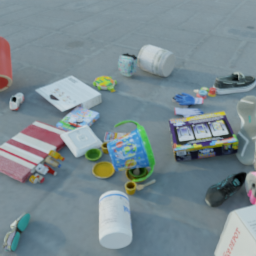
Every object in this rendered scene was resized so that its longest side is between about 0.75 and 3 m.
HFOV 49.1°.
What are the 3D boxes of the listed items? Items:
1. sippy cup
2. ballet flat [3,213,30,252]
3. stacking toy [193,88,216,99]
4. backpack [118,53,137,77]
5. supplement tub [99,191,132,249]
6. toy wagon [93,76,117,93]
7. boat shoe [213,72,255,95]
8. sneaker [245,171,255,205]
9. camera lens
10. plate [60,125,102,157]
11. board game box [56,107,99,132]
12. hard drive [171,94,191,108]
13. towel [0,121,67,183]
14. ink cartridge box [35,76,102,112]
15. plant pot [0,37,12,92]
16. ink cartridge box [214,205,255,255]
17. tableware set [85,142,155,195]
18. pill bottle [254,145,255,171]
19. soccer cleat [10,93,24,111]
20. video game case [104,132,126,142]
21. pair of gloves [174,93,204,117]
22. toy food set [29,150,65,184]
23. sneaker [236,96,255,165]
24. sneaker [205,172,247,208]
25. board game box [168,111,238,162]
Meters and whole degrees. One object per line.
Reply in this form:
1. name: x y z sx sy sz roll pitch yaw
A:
1. sippy cup: 0.051 0.724 8.555 1.225 1.313 1.672 -19 51 -2
2. ballet flat: -2.919 2.660 7.240 0.390 0.390 1.084 5 38 6
3. stacking toy: 3.446 -1.685 12.599 0.863 0.364 0.781 -15 42 -18
4. backpack: -0.041 -3.009 13.617 0.887 1.000 0.753 19 39 25
5. supplement tub: -0.345 2.348 7.247 0.821 0.821 1.245 -3 40 -4
6. toy wagon: -1.016 -2.055 13.150 0.962 0.245 1.240 -24 45 -26
7. boat shoe: 4.960 -2.113 12.764 2.296 0.814 0.828 -16 42 -18
8. sneaker: 4.545 2.081 7.409 1.384 1.147 2.902 -29 56 -33
9. camera lens: 1.357 -3.325 13.891 1.598 1.278 1.278 27 46 28
10. plate: -1.631 0.398 9.917 1.151 0.186 1.154 -23 56 -33
11. board game box: -1.946 -0.272 10.938 1.049 0.254 1.386 18 41 21
12. hard drive: 2.360 -1.150 12.081 0.859 0.182 0.579 31 48 32
13. towel: -3.404 0.711 9.722 1.845 0.291 2.562 18 41 23
14. ink cartridge box: -2.579 -1.367 12.118 1.941 0.487 2.236 -31 48 -31
15. plant pot: -6.113 -2.718 12.318 2.150 2.150 1.902 -16 74 -19
16. ink cartridge box: 3.022 3.105 5.373 1.136 2.000 2.744 -11 40 -13
17. tableware set: -0.341 1.219 9.020 1.570 0.358 2.331 -22 44 -24
18. pill bottle: 4.215 0.886 7.967 1.144 2.011 1.144 -10 53 14
19. soccer cleat: -4.744 -1.213 11.897 0.413 0.512 1.203 0 39 0
20. video game case: -0.474 0.349 10.283 0.754 0.066 0.539 3 33 3
21. pair of gloves: 2.522 -0.887 11.559 1.249 0.177 1.554 7 49 4
22. toy food set: -2.486 1.316 8.696 0.522 0.554 1.160 27 60 6
23. sneaker: 4.382 0.170 9.807 0.944 1.076 2.684 -11 49 40
24. sneaker: 2.816 1.704 8.038 1.508 0.598 0.568 -32 72 -25
25. board game box: 2.528 0.272 9.745 2.053 0.582 1.697 -8 37 7
